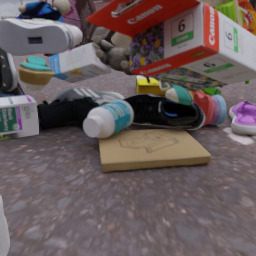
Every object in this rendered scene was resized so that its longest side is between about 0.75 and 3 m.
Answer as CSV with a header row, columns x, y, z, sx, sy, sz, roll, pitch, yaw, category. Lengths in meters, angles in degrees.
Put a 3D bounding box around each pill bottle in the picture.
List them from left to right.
x,y,z,sx,sy,sz,roll,pitch,yaw,category
-0.534,-0.212,7.457,0.815,0.815,1.471,11,22,28,pill bottle

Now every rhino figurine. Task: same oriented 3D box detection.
x,y,z,sx,sy,sz,roll,pitch,yaw,category
0.010,-1.428,6.174,1.690,0.505,0.739,28,1,13,rhino figurine

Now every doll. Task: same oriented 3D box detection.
x,y,z,sx,sy,sz,roll,pitch,yaw,category
-2.881,-3.310,8.917,1.938,0.688,2.840,35,59,8,doll

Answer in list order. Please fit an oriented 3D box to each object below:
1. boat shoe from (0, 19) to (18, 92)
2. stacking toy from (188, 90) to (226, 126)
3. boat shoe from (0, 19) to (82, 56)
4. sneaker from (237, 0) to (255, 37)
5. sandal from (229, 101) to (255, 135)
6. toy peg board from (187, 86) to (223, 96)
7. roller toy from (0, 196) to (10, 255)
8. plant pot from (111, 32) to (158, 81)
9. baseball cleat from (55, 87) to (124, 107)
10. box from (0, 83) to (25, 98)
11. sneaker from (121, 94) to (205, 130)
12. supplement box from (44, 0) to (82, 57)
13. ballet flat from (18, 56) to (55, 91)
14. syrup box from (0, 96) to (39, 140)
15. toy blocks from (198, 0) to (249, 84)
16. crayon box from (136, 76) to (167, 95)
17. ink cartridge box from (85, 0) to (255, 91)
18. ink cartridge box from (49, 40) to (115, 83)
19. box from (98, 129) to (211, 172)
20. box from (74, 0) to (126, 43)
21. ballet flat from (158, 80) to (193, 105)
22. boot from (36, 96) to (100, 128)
x,y,z,sx,sy,sz,roll,pitch,yaw,category
-3.155,-1.820,6.509,0.705,2.054,0.581,-9,19,13,boat shoe
2.600,-1.219,9.326,0.955,2.047,2.262,-4,23,-13,stacking toy
-1.377,-1.409,4.272,1.504,0.533,0.525,8,27,25,boat shoe
4.321,-3.612,9.943,0.739,2.026,0.782,-13,-24,6,sneaker
3.988,-0.511,9.191,1.185,0.716,2.913,6,20,17,sandal
3.410,-2.406,11.064,1.391,2.832,2.844,34,12,20,toy peg board
-2.291,1.335,3.578,1.443,1.008,1.316,0,20,0,roller toy
0.999,-2.668,8.121,2.307,2.002,2.307,35,19,-13,plant pot
-1.394,-0.948,10.132,2.648,0.923,1.409,-2,19,-3,baseball cleat
-4.302,-1.136,9.670,1.603,1.591,0.398,8,47,19,box
0.808,-0.619,8.297,2.822,1.031,1.579,8,-4,19,sneaker
-2.528,-4.131,10.827,1.112,2.595,1.432,3,-3,-30,supplement box
-2.491,-1.402,7.618,0.892,0.820,2.600,8,16,-17,ballet flat
-3.923,-0.233,7.979,2.529,0.996,1.030,-9,21,-25,syrup box
1.467,-2.253,6.343,1.965,2.874,1.436,-8,30,30,toy blocks
1.179,-2.080,13.758,1.516,0.606,2.388,0,19,0,crayon box
0.824,-1.214,4.354,2.654,0.668,1.446,7,-9,-40,ink cartridge box
-1.196,-1.844,7.993,1.783,0.605,1.026,-11,-7,24,ink cartridge box
0.505,0.468,7.125,2.490,0.265,2.035,-3,19,-8,box
-0.885,-3.870,9.371,1.216,1.480,1.228,-19,-4,-25,box
1.093,-0.944,6.974,0.491,0.470,1.395,-22,44,-4,ballet flat
-1.849,-0.380,8.737,1.809,0.817,2.207,-12,27,-18,boot
